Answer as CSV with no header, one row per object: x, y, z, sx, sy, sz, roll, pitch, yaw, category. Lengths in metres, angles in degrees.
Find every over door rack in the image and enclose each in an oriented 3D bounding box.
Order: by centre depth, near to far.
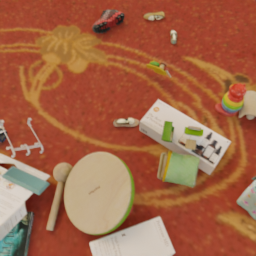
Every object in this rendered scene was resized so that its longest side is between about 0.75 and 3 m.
-3.526,0.351,9.258,1.027,0.463,1.390,-8,56,-41,over door rack

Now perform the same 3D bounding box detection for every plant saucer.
-3.107,1.554,8.459,1.433,0.136,0.501,19,39,18,plant saucer

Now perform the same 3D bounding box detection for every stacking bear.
3.687,-1.036,9.784,0.813,1.339,0.761,-33,65,-17,stacking bear

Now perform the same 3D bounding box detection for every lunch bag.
4.121,1.760,8.189,1.557,1.327,0.950,-38,68,-21,lunch bag

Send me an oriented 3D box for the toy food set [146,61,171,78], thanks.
1.218,-2.307,10.626,1.102,0.649,0.360,27,88,34,toy food set

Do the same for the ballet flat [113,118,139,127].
-0.058,-0.203,9.901,0.933,0.314,0.317,-7,60,-4,ballet flat

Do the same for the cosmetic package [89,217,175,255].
0.104,3.308,7.640,2.071,0.767,1.053,-19,62,-9,cosmetic package

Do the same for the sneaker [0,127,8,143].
-4.484,0.384,9.426,0.896,0.328,0.501,-39,95,-8,sneaker

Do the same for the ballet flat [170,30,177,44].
1.978,-3.991,12.094,0.289,0.273,0.857,2,60,1,ballet flat

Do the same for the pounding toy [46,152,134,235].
-0.871,1.977,8.316,2.871,1.332,2.216,-11,68,27,pounding toy

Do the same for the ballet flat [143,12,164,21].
1.194,-5.034,12.673,0.975,0.335,0.307,-15,73,-8,ballet flat

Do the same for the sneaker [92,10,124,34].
-0.995,-4.723,12.329,1.683,0.595,0.822,-37,67,-21,sneaker

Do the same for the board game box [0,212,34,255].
-3.426,3.291,7.937,1.202,0.250,1.777,0,60,0,board game box

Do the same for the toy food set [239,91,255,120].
4.940,-0.577,10.071,1.772,0.535,1.271,18,50,9,toy food set

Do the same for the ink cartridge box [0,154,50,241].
-4.175,1.891,8.422,2.755,0.600,2.391,20,37,18,ink cartridge box

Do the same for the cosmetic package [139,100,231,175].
1.846,0.251,9.413,2.816,0.713,1.162,32,64,17,cosmetic package

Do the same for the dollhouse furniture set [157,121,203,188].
1.548,0.814,8.332,1.179,0.904,1.800,9,84,13,dollhouse furniture set
